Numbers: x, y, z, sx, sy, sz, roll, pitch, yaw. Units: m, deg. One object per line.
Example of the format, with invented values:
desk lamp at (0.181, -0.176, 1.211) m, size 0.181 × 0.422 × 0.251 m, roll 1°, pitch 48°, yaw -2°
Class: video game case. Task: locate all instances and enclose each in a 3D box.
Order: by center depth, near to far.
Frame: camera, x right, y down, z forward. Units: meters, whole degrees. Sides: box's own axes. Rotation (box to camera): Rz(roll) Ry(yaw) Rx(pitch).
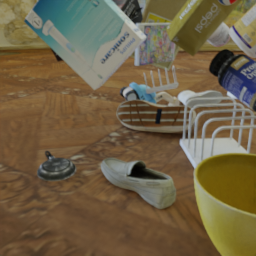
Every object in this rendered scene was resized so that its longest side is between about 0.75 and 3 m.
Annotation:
video game case at (0.701, -2.096, 6.972) m, size 1.337 × 0.957 × 0.120 m, roll -18°, pitch 30°, yaw -37°

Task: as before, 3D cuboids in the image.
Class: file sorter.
file sorter at (2.437, 0.231, 7.133) m, size 1.620 × 1.453 × 2.334 m, roll -2°, pitch 22°, yaw -4°
file sorter at (0.914, -1.362, 7.992) m, size 0.904 × 0.563 × 0.627 m, roll -12°, pitch -2°, yaw 6°

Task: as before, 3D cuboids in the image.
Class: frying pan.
frying pan at (-1.795, 0.874, 7.195) m, size 0.944 × 0.254 × 1.560 m, roll -1°, pitch 24°, yaw -5°

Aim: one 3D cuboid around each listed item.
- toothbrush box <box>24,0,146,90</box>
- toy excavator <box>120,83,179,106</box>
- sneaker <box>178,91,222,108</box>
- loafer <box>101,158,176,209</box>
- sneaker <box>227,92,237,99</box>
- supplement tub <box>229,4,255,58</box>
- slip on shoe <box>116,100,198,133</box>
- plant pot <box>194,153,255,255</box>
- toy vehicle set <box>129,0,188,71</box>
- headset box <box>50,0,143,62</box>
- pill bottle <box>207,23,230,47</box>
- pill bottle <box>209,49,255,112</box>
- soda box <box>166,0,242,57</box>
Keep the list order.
toothbrush box at (-0.831, -2.015, 5.749) m, size 1.978 × 1.448 × 0.844 m, roll 44°, pitch 23°, yaw -6°
toy excavator at (0.927, -1.170, 11.184) m, size 1.940 × 1.886 × 0.969 m, roll -32°, pitch 26°, yaw -4°
sneaker at (3.152, -1.414, 12.453) m, size 1.842 × 0.679 × 1.065 m, roll -7°, pitch 25°, yaw -15°
loafer at (0.174, 1.009, 6.113) m, size 2.045 × 0.713 × 0.715 m, roll 18°, pitch 28°, yaw 39°
sneaker at (5.128, -1.772, 13.481) m, size 0.388 × 0.609 × 1.054 m, roll -3°, pitch 23°, yaw -11°
supplement tub at (4.393, -3.348, 9.011) m, size 1.351 × 1.859 × 1.351 m, roll 28°, pitch 39°, yaw -25°
slip on shoe at (0.949, -0.329, 9.485) m, size 2.860 × 1.087 × 0.866 m, roll 3°, pitch -19°, yaw 30°
plant pot at (1.917, 1.369, 4.373) m, size 1.831 × 1.300 × 1.831 m, roll -1°, pitch 21°, yaw 0°
toy vehicle set at (1.329, -3.884, 10.911) m, size 1.848 × 2.974 × 0.394 m, roll 19°, pitch 34°, yaw -6°
headset box at (-0.860, -3.121, 8.478) m, size 2.690 × 1.039 × 2.002 m, roll -5°, pitch 40°, yaw 24°
pill bottle at (3.306, -3.830, 10.937) m, size 0.902 × 0.902 × 1.591 m, roll 18°, pitch 7°, yaw 39°
pill bottle at (2.511, -1.068, 6.080) m, size 0.836 × 0.836 × 1.495 m, roll -15°, pitch 49°, yaw -34°
soda box at (1.700, -2.549, 5.681) m, size 0.670 × 2.094 × 0.709 m, roll 26°, pitch 33°, yaw -22°
